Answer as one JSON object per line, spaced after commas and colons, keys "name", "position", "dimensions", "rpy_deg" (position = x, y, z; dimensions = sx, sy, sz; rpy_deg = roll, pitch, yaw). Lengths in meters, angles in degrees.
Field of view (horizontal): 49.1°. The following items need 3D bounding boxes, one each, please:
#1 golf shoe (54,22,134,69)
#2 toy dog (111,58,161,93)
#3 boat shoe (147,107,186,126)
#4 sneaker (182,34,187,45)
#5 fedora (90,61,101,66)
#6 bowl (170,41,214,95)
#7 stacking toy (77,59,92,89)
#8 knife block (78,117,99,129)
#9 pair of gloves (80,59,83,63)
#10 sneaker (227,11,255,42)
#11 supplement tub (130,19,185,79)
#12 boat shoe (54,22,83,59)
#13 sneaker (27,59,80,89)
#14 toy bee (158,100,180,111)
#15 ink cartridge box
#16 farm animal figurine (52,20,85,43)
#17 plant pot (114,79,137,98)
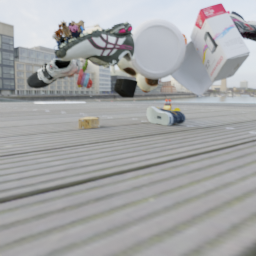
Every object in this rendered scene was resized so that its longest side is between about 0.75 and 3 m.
{"name": "golf shoe", "position": [-0.795, -2.268, 8.180], "dimensions": [2.708, 1.193, 1.045], "rpy_deg": [-28, 19, -34]}
{"name": "toy dog", "position": [0.711, -3.363, 15.630], "dimensions": [2.717, 2.802, 1.955], "rpy_deg": [-33, -11, -30]}
{"name": "boat shoe", "position": [1.779, -0.539, 13.524], "dimensions": [1.003, 0.781, 2.209], "rpy_deg": [-3, 15, -25]}
{"name": "sneaker", "position": [1.735, -3.644, 12.826], "dimensions": [1.979, 0.722, 0.763], "rpy_deg": [-11, -40, 16]}
{"name": "fedora", "position": [-1.133, -2.624, 9.835], "dimensions": [0.968, 1.095, 0.494], "rpy_deg": [-29, 21, 26]}
{"name": "bowl", "position": [3.002, -2.652, 12.236], "dimensions": [1.955, 1.952, 0.730], "rpy_deg": [37, 26, 1]}
{"name": "stacking toy", "position": [-1.471, -1.951, 10.166], "dimensions": [0.515, 1.104, 1.219], "rpy_deg": [16, 3, -8]}
{"name": "knife block", "position": [-1.789, -0.247, 12.288], "dimensions": [1.296, 0.415, 1.138], "rpy_deg": [-6, 8, -35]}
{"name": "pair of gloves", "position": [-0.988, -3.499, 12.091], "dimensions": [1.739, 0.359, 2.045], "rpy_deg": [-8, 26, 49]}
{"name": "sneaker", "position": [4.472, -3.727, 10.835], "dimensions": [1.979, 0.739, 0.798], "rpy_deg": [22, -28, -1]}
{"name": "supplement tub", "position": [0.981, -3.057, 11.000], "dimensions": [2.071, 2.071, 2.952], "rpy_deg": [0, 15, -1]}
{"name": "boat shoe", "position": [-2.408, -3.334, 10.674], "dimensions": [0.664, 0.814, 1.934], "rpy_deg": [13, -42, -35]}
{"name": "sneaker", "position": [-2.657, -1.976, 9.595], "dimensions": [1.892, 0.701, 0.837], "rpy_deg": [-22, -17, -3]}
{"name": "toy bee", "position": [2.109, -1.000, 15.567], "dimensions": [1.362, 1.131, 2.080], "rpy_deg": [-2, 7, -5]}
{"name": "ink cartridge box", "position": [3.079, -2.902, 9.699], "dimensions": [0.903, 2.108, 1.556], "rpy_deg": [-16, -19, -8]}
{"name": "farm animal figurine", "position": [-2.024, -3.327, 9.382], "dimensions": [1.031, 0.537, 1.019], "rpy_deg": [-20, 3, -23]}
{"name": "plant pot", "position": [-0.177, -1.963, 13.391], "dimensions": [0.757, 0.854, 0.852], "rpy_deg": [20, -6, -41]}
